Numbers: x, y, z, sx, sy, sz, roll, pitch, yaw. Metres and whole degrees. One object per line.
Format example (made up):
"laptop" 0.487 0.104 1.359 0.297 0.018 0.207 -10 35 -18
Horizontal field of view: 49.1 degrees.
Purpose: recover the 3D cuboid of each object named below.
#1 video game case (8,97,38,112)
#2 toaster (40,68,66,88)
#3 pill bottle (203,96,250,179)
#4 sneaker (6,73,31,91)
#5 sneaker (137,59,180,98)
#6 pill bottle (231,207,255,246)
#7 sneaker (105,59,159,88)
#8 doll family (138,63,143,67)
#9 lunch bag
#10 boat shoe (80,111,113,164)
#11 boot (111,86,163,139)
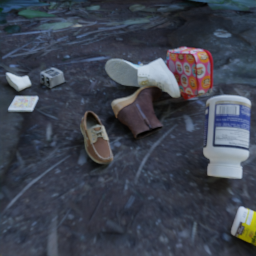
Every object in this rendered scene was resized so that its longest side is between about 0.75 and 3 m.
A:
"video game case" -4.559 -1.046 12.201 0.981 0.123 1.078 0 37 0
"toaster" -3.654 -2.426 13.623 0.885 0.581 0.979 29 46 31
"pill bottle" 3.012 0.316 8.612 1.319 1.319 2.375 5 81 7
"sneaker" -5.276 -2.296 13.570 0.804 0.513 1.391 -29 56 -35
"sneaker" 1.148 -1.879 11.648 1.400 0.893 2.423 -20 44 -3
"pill bottle" 3.359 2.584 6.947 1.397 0.763 0.763 19 41 24
"sneaker" 0.382 -2.490 13.404 2.972 1.098 1.218 24 18 13
"doll family" 0.592 -2.902 14.252 0.403 0.556 0.895 14 41 17
"lunch bag" 2.581 -2.275 12.064 1.005 2.162 2.454 -17 25 -18
"boat shoe" -1.124 0.285 9.577 0.833 0.790 2.200 -14 49 -24
"boot" 0.769 -0.633 11.231 2.497 0.903 2.077 -22 52 -24
